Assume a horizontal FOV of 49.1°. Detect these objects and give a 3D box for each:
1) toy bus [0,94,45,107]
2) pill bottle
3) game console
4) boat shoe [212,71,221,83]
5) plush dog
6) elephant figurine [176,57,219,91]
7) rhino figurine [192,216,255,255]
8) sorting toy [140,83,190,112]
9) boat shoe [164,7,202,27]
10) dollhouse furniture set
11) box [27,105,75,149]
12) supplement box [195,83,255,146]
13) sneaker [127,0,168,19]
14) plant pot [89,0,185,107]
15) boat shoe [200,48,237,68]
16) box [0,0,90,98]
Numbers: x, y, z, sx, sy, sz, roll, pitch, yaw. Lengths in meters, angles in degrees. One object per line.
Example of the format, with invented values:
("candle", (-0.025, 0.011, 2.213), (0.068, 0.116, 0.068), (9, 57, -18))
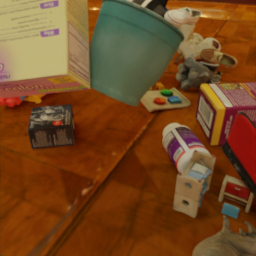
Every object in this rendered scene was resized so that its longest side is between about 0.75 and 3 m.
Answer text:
("toy bus", (-4.208, -1.886, 10.699), (2.661, 1.806, 2.555), (14, 51, 25))
("pill bottle", (1.463, 0.525, 7.383), (0.880, 0.880, 1.566), (-7, 33, -11))
("game console", (3.029, 0.880, 5.458), (1.975, 1.360, 2.291), (-3, 52, -31))
("boat shoe", (3.899, -2.230, 12.320), (0.329, 0.278, 0.923), (13, 34, 20))
("plush dog", (3.316, -4.153, 14.413), (2.529, 2.029, 2.173), (41, 29, 9))
("elephant figurine", (3.070, -2.196, 11.485), (1.977, 1.399, 1.534), (-3, 58, -34))
("rhino figurine", (1.565, 2.394, 4.491), (1.223, 0.836, 2.798), (19, 35, 28))
("sorting toy", (1.199, -1.298, 10.826), (1.619, 0.291, 2.173), (-10, 34, -16))
("boat shoe", (1.825, -3.715, 9.169), (1.568, 0.524, 0.577), (-22, 79, -42))
("dollhouse furniture set", (1.873, 1.326, 5.979), (1.461, 1.024, 1.030), (17, 36, 25))
("box", (-2.283, -0.067, 8.485), (1.237, 0.707, 1.358), (-7, 32, -8))
("supplement box", (3.563, -0.479, 8.566), (2.535, 1.308, 1.659), (-2, 32, -3))
("sneaker", (1.273, -4.549, 10.465), (2.714, 0.991, 1.518), (-38, 80, -23))
("plant pot", (-0.041, -1.633, 6.595), (2.056, 1.932, 2.056), (25, 9, -4))
("boat shoe", (2.618, -2.030, 8.067), (1.086, 0.411, 0.401), (19, 15, 11))
("box", (-2.010, -1.991, 5.855), (2.137, 2.430, 1.175), (-5, -7, 13))
